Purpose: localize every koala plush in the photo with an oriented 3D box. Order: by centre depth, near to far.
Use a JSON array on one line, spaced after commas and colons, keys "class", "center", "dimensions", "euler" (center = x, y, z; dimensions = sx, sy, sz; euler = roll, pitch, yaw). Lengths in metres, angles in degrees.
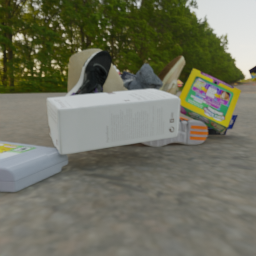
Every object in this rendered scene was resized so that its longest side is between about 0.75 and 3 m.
[{"class": "koala plush", "center": [0.393, -1.355, 8.562], "dimensions": [1.022, 0.906, 0.939], "euler": [-37, -6, 15]}]

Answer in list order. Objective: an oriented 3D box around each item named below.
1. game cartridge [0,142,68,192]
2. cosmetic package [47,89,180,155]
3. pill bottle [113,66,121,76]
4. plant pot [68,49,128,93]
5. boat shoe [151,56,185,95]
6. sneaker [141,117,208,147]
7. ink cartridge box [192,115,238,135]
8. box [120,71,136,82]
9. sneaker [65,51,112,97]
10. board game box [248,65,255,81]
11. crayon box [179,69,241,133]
[{"class": "game cartridge", "center": [-3.002, 0.752, 6.135], "dimensions": [2.801, 0.567, 1.868], "euler": [4, 14, 24]}, {"class": "cosmetic package", "center": [-0.376, -0.265, 6.892], "dimensions": [2.951, 1.092, 1.500], "euler": [-7, 18, -24]}, {"class": "pill bottle", "center": [-0.618, -2.490, 13.547], "dimensions": [0.520, 0.932, 0.520], "euler": [-23, 19, 9]}, {"class": "plant pot", "center": [-1.136, -1.283, 9.792], "dimensions": [2.447, 2.613, 2.447], "euler": [-16, -2, -1]}, {"class": "boat shoe", "center": [1.274, -1.347, 9.372], "dimensions": [0.731, 2.250, 0.812], "euler": [34, -2, -17]}, {"class": "sneaker", "center": [1.125, 0.054, 9.311], "dimensions": [2.693, 1.045, 1.509], "euler": [9, 4, -10]}, {"class": "ink cartridge box", "center": [3.106, -0.090, 10.135], "dimensions": [1.630, 0.811, 0.320], "euler": [-3, 48, 0]}, {"class": "box", "center": [-0.161, -1.169, 11.809], "dimensions": [0.976, 1.872, 1.385], "euler": [24, -20, 12]}, {"class": "sneaker", "center": [-0.953, -1.176, 8.082], "dimensions": [1.028, 2.347, 0.889], "euler": [15, -18, 47]}, {"class": "board game box", "center": [4.837, -1.983, 8.794], "dimensions": [1.574, 0.446, 1.301], "euler": [-8, -14, -29]}, {"class": "crayon box", "center": [2.573, -0.902, 9.115], "dimensions": [1.745, 1.505, 0.509], "euler": [27, -22, 5]}]
